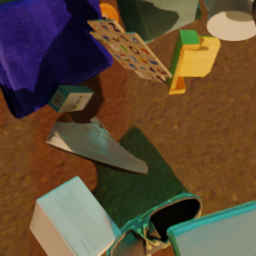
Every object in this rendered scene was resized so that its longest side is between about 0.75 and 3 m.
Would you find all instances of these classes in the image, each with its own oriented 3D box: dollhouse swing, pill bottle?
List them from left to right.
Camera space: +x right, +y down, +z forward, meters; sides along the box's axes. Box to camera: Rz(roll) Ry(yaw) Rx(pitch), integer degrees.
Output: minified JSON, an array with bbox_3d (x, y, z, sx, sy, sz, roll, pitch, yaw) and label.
[{"bbox_3d":[1.265,-1.185,5.234,0.882,1.003,0.912,9,41,-4],"label":"dollhouse swing"},{"bbox_3d":[2.443,-3.295,6.046,1.424,1.424,2.521,12,79,5],"label":"pill bottle"}]

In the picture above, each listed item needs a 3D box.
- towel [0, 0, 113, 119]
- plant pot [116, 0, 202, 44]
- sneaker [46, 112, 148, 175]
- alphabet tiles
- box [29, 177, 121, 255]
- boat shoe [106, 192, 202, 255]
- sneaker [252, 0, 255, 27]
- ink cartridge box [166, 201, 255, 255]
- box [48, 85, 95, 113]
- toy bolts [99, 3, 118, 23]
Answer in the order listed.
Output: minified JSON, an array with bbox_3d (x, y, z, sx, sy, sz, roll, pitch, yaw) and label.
[{"bbox_3d":[-1.493,-1.701,5.937,0.712,2.122,2.873,17,42,35],"label":"towel"},{"bbox_3d":[0.745,-2.888,6.467,1.647,1.682,1.682,-13,68,19],"label":"plant pot"},{"bbox_3d":[-0.511,0.312,6.011,2.261,0.823,0.957,23,73,-13],"label":"sneaker"},{"bbox_3d":[0.028,-1.329,4.997,1.361,1.635,0.052,24,79,49],"label":"alphabet tiles"},{"bbox_3d":[-0.801,1.459,4.000,0.682,1.038,1.043,-28,69,-40],"label":"box"},{"bbox_3d":[0.652,2.503,6.934,2.758,0.824,0.986,-31,72,-11],"label":"boat shoe"},{"bbox_3d":[2.505,-2.256,4.858,0.526,0.589,1.438,-24,107,-42],"label":"sneaker"},{"bbox_3d":[1.690,2.372,4.025,1.312,2.998,2.179,-21,65,7],"label":"ink cartridge box"},{"bbox_3d":[-1.228,-0.662,6.284,0.309,1.256,0.517,39,106,9],"label":"box"},{"bbox_3d":[-1.746,-3.940,9.408,2.371,1.644,2.265,-34,113,-22],"label":"toy bolts"}]
